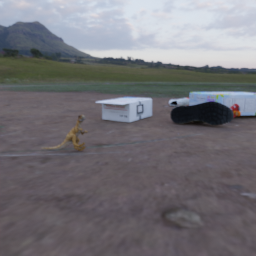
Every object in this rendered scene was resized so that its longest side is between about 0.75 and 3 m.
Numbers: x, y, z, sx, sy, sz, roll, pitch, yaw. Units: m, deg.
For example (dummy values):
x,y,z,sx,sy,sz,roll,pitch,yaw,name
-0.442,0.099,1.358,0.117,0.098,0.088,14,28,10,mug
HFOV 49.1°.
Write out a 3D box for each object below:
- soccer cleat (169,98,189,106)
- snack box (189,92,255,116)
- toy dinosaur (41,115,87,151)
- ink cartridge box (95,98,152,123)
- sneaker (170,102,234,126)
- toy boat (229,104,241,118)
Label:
x,y,z,sx,sy,sz,roll,pitch,yaw,name
3.058,-1.467,16.332,1.381,0.474,0.588,-1,19,14,soccer cleat
4.751,-1.171,13.162,2.978,1.008,2.511,-3,10,-14,snack box
-1.479,0.293,7.288,0.766,1.442,0.435,45,9,14,toy dinosaur
-0.151,-0.789,12.022,1.421,0.818,2.453,7,14,31,ink cartridge box
2.890,-0.570,10.879,2.316,0.877,1.014,3,3,25,sneaker
4.292,-0.602,11.280,0.790,0.515,0.516,-37,33,-19,toy boat
